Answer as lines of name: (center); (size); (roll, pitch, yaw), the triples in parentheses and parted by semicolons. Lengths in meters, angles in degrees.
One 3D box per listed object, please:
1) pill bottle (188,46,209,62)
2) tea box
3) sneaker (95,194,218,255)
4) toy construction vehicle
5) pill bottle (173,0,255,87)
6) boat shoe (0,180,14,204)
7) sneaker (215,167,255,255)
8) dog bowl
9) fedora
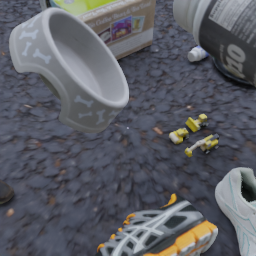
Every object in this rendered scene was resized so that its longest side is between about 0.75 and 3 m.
pill bottle: (2.396, -2.515, 9.402); (0.787, 0.441, 0.441); (-28, 55, -22)
tea box: (-1.037, -3.751, 9.481); (2.818, 1.883, 2.772); (-29, 56, -22)
sneaker: (0.155, 2.179, 5.117); (2.965, 1.161, 1.145); (-15, 47, -23)
toy construction vehicle: (1.752, 0.150, 7.181); (1.199, 0.422, 1.044); (-22, 53, -17)
pill bottle: (2.245, -1.835, 5.071); (1.618, 1.618, 2.861); (-27, 56, -21)
boat shoe: (-3.274, 1.234, 6.182); (1.532, 0.562, 0.571); (14, 51, 11)
sneaker: (2.519, 1.921, 5.325); (0.908, 1.034, 2.581); (-13, 53, -13)
dog bowl: (-0.694, -0.846, 3.948); (0.540, 1.842, 1.842); (-33, 46, 24)
fedora: (4.056, -2.581, 8.954); (2.647, 1.209, 2.647); (0, 50, 0)
